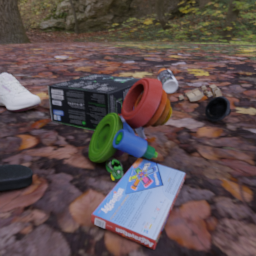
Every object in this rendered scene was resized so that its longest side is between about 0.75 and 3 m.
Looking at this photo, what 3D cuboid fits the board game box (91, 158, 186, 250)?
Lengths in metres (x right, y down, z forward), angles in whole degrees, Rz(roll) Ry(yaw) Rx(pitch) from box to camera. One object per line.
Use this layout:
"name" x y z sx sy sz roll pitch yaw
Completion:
"board game box" 0.328 1.322 5.535 1.170 0.221 2.273 18 25 17

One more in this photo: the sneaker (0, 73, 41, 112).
"sneaker" -4.731 -1.451 11.335 2.763 1.376 1.034 13 23 26

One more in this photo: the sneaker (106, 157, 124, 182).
"sneaker" -0.297 0.886 6.623 0.366 0.399 0.937 -6 20 -17

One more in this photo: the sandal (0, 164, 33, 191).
"sandal" -3.278 1.257 5.541 2.742 0.656 1.031 0 16 -37

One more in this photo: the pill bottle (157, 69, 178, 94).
"pill bottle" 1.559 -1.957 11.386 0.637 0.637 1.200 -3 39 -9

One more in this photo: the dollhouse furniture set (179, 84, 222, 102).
"dollhouse furniture set" 3.159 -1.177 12.190 1.592 0.777 1.358 -22 18 9

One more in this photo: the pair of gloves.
"pair of gloves" 0.104 -0.024 7.696 0.141 0.995 1.238 -17 -3 -32

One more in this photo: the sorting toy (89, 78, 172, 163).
"sorting toy" 0.153 0.079 6.654 1.060 2.581 1.551 27 33 -27

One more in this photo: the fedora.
"fedora" 3.209 -0.614 9.786 0.464 1.016 1.016 18 9 -34

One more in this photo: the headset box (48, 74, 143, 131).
"headset box" -0.946 -1.075 10.349 2.544 1.356 2.922 11 23 27
